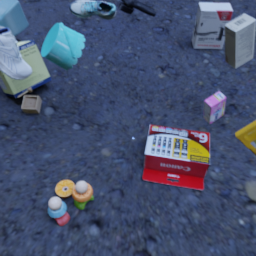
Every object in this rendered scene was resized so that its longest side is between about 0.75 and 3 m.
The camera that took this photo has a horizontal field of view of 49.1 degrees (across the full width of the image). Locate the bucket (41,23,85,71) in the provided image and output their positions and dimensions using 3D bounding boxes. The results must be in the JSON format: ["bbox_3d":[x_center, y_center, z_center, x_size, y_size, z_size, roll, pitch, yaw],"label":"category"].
[{"bbox_3d":[-2.152,-2.672,9.183,0.910,1.399,1.399,23,33,-36],"label":"bucket"}]

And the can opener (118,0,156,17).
[{"bbox_3d":[0.396,-4.735,10.916,1.641,0.645,0.520,2,57,-33],"label":"can opener"}]

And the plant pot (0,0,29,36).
[{"bbox_3d":[-4.162,-3.592,9.264,1.033,1.036,1.055,23,64,14],"label":"plant pot"}]

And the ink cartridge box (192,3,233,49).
[{"bbox_3d":[4.311,-5.257,14.599,1.571,2.178,0.912,2,50,2],"label":"ink cartridge box"}]

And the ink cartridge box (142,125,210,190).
[{"bbox_3d":[1.632,0.960,9.494,2.112,0.886,1.854,8,47,7],"label":"ink cartridge box"}]

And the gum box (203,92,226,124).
[{"bbox_3d":[2.646,-0.588,8.603,0.559,0.985,0.326,-32,57,-8],"label":"gum box"}]

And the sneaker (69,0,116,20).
[{"bbox_3d":[-1.220,-4.264,9.861,1.672,0.649,0.722,-1,6,-11],"label":"sneaker"}]

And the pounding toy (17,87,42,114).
[{"bbox_3d":[-4.098,-1.136,11.650,0.900,0.469,1.025,2,67,3],"label":"pounding toy"}]

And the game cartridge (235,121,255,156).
[{"bbox_3d":[2.857,0.206,5.576,1.091,0.962,0.177,36,34,-23],"label":"game cartridge"}]

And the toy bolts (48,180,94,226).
[{"bbox_3d":[-1.905,2.030,8.401,1.344,0.976,1.407,29,53,25],"label":"toy bolts"}]

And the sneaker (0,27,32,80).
[{"bbox_3d":[-3.772,-2.383,8.624,1.123,2.578,0.960,-41,63,3],"label":"sneaker"}]

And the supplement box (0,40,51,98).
[{"bbox_3d":[-4.653,-2.532,11.968,1.837,1.835,1.233,-37,33,-31],"label":"supplement box"}]

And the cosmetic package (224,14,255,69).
[{"bbox_3d":[3.765,-2.895,9.472,0.837,1.591,0.566,-30,51,-5],"label":"cosmetic package"}]
